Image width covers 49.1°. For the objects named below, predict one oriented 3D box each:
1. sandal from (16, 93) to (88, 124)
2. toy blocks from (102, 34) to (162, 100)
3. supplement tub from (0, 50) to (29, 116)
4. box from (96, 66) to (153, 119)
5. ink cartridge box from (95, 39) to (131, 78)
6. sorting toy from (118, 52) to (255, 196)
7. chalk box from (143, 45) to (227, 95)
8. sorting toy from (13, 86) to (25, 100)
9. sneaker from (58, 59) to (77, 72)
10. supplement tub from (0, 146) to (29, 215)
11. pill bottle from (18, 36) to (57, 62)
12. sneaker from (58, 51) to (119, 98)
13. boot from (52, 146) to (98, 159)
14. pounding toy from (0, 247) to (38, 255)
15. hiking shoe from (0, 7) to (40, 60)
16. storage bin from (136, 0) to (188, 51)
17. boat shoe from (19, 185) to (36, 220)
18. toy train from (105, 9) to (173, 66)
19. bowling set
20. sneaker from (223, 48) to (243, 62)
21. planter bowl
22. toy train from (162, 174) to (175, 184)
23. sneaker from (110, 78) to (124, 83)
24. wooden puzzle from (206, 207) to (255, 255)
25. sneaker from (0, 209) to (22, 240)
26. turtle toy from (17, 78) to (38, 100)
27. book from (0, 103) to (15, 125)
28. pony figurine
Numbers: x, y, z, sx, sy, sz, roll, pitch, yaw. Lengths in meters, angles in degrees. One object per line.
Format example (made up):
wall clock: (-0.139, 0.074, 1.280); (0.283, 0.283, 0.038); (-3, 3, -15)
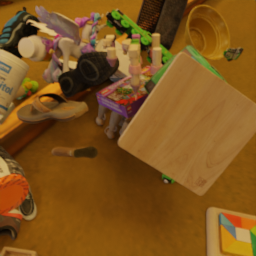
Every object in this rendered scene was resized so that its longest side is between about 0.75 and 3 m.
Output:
sandal: (-1.955, -0.563, 7.001); (2.207, 0.596, 0.886); (1, 33, 34)
toy blocks: (0.132, -1.762, 7.967); (1.673, 1.408, 1.563); (0, 35, 4)
supplement tub: (-2.802, -0.972, 6.095); (0.821, 0.821, 1.244); (20, 81, 22)
box: (0.341, -1.241, 9.078); (2.325, 0.455, 1.591); (-33, 37, -26)
ink cartridge box: (-0.742, -2.677, 10.932); (0.836, 1.448, 1.991); (-61, 28, -6)
sorting toy: (1.355, -0.075, 6.284); (2.321, 2.335, 0.812); (32, 14, -10)
chalk box: (1.750, -0.848, 7.616); (1.742, 2.800, 1.733); (-41, 48, 17)
sorting toy: (-4.571, -1.430, 8.478); (2.026, 0.364, 2.719); (45, 21, -7)
sneaker: (-2.811, -2.966, 14.149); (2.273, 0.828, 0.962); (21, 35, 11)
supplement tub: (-2.937, 0.933, 5.887); (1.774, 1.087, 1.087); (32, 49, 31)
pill bottle: (-3.274, -2.937, 10.450); (0.910, 0.910, 1.638); (14, 16, 16)
sneaker: (-1.108, -1.735, 8.626); (2.562, 0.973, 1.163); (-12, 12, 45)
boot: (-1.462, 0.649, 7.689); (0.998, 0.330, 0.874); (-2, -7, 45)
pounding toy: (-2.528, 3.587, 6.414); (1.181, 0.615, 1.344); (6, 40, 7)
hiking shoe: (-4.461, -3.322, 10.743); (2.627, 0.977, 1.139); (-47, 59, 1)
storage bin: (1.231, -4.348, 11.069); (1.044, 2.227, 1.505); (4, 26, -34)
boat shoe: (-3.055, 2.115, 8.278); (0.469, 0.462, 1.302); (-18, 43, -20)
toy train: (0.457, -3.244, 10.225); (2.965, 0.619, 0.836); (39, 50, -11)
bowling set: (-0.061, -0.180, 10.682); (1.662, 1.282, 2.389); (-1, 35, -31)
sneaker: (2.904, -2.083, 7.829); (0.340, 0.798, 0.311); (35, 84, -10)
planter bowl: (2.313, -2.846, 8.789); (1.734, 1.734, 0.722); (-27, 6, -28)
toy train: (1.777, 0.987, 9.488); (0.468, 0.632, 2.242); (22, 44, 24)
sneaker: (0.213, -1.900, 12.549); (2.910, 1.217, 1.757); (16, 33, 16)
wooden puzzle: (2.995, 2.915, 7.439); (1.740, 0.324, 1.610); (7, 41, 9)
sneaker: (-3.831, 2.543, 7.180); (2.118, 0.816, 0.867); (8, 48, -24)
turtle toy: (-4.769, -1.786, 12.661); (1.110, 0.770, 1.523); (28, 47, 33)
book: (-5.844, -0.683, 11.713); (1.744, 0.419, 1.165); (8, 44, 7)
pony figurine: (-2.084, -2.846, 9.729); (2.708, 2.806, 2.336); (7, 9, -30)
